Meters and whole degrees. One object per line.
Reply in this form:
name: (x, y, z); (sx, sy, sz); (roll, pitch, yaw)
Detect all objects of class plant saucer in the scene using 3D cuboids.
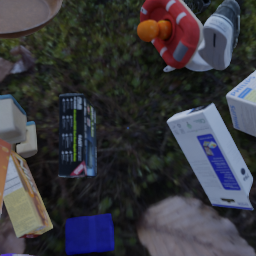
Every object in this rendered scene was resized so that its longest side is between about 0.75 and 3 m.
plant saucer: (-2.006, -2.030, 4.712); (1.775, 0.325, 1.775); (3, 55, -4)

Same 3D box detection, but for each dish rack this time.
dish rack: (1.486, -3.926, 8.621); (1.700, 0.464, 1.304); (-18, 68, -7)

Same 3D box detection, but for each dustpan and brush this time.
dustpan and brush: (1.733, -1.964, 7.902); (1.577, 0.451, 1.101); (-23, 79, -16)

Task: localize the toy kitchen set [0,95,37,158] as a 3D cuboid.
toy kitchen set: (-3.458, -0.073, 6.278); (2.395, 1.919, 1.411); (-11, 69, -5)

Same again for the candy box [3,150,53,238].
candy box: (-2.333, 1.440, 6.135); (0.507, 1.059, 1.834); (-27, 71, -10)

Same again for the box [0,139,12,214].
box: (-2.769, 0.982, 3.680); (1.344, 1.716, 2.758); (-47, 31, 11)

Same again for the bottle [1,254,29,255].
bottle: (-1.393, 3.003, 5.534); (2.478, 1.035, 0.809); (4, 68, 1)

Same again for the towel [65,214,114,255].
towel: (-0.846, 2.364, 6.224); (1.064, 0.264, 0.786); (-6, 62, -2)

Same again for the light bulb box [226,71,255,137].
light bulb box: (3.643, -0.594, 6.503); (1.778, 1.119, 1.794); (-38, 36, -13)

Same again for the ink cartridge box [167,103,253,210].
ink cartridge box: (1.220, 0.440, 4.034); (0.302, 0.767, 1.542); (-33, 99, -31)

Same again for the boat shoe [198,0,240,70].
boat shoe: (1.748, -1.621, 5.141); (0.672, 1.865, 0.662); (38, 91, 12)

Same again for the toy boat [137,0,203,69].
toy boat: (0.874, -2.591, 7.396); (1.402, 1.400, 2.145); (-9, 56, -29)

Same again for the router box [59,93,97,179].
router box: (-0.858, 0.194, 4.942); (0.426, 1.028, 1.372); (-3, 79, 4)
